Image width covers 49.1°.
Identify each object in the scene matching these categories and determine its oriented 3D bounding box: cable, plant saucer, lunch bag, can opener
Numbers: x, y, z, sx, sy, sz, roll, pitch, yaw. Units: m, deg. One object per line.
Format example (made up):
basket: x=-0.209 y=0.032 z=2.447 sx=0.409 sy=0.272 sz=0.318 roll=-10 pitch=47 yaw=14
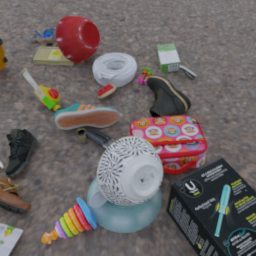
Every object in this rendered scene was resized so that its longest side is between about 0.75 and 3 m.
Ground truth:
cable: x=-0.622 y=-2.737 z=13.131 sx=2.064 sy=0.714 sz=2.064 roll=-15 pitch=47 yaw=-14
plant saucer: x=-0.118 y=2.041 z=8.769 sx=2.380 sy=0.458 sz=2.380 roll=0 pitch=46 yaw=0
lunch bag: x=1.332 y=0.636 z=9.592 sx=2.549 sy=1.044 sz=2.245 roll=-5 pitch=42 yaw=-1
can opener: x=-0.826 y=0.574 z=10.223 sx=0.473 sy=0.593 sz=1.774 roll=-36 pitch=42 yaw=-30

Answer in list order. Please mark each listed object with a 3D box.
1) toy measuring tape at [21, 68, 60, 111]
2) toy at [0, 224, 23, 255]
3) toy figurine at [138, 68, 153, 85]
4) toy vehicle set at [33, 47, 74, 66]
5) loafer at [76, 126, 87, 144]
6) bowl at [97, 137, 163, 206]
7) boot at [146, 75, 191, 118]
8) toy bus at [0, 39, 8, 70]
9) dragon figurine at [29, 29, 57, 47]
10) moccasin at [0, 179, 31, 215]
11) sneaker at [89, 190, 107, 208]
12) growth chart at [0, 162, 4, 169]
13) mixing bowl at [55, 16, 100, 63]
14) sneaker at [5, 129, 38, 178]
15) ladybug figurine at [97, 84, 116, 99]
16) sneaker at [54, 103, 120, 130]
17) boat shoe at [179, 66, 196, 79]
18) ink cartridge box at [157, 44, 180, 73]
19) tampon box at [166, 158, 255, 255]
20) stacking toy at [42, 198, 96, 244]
toy measuring tape: x=-3.522 y=-1.584 z=11.692 sx=0.812 sy=0.812 sz=2.207 roll=-37 pitch=86 yaw=-30
toy: x=-3.517 y=3.340 z=7.614 sx=0.766 sy=0.314 sz=1.330 roll=11 pitch=48 yaw=14
toy figurine: x=0.778 y=-2.267 z=12.945 sx=0.787 sy=0.591 sz=0.724 roll=35 pitch=66 yaw=-1
toy vehicle set: x=-3.687 y=-3.693 z=14.355 sx=2.011 sy=0.267 sz=1.250 roll=3 pitch=46 yaw=3
loafer: x=-1.765 y=0.145 z=10.634 sx=0.383 sy=0.339 sz=1.006 roll=-13 pitch=46 yaw=-13
bowl: x=0.249 y=1.287 z=7.498 sx=1.991 sy=1.991 sz=0.934 roll=-25 pitch=19 yaw=-22
boot: x=1.197 y=-1.219 z=11.599 sx=1.627 sy=0.911 sz=2.353 roll=-33 pitch=54 yaw=-24
toy bus: x=-6.079 y=-3.326 z=12.299 sx=1.073 sy=2.741 sz=0.892 roll=42 pitch=67 yaw=0
dragon figurine: x=-4.249 y=-4.917 z=15.228 sx=2.368 sy=0.697 sz=1.177 roll=-9 pitch=47 yaw=-7
moccasin: x=-3.863 y=1.896 z=8.658 sx=2.335 sy=0.854 sz=0.902 roll=20 pitch=56 yaw=27
sneaker: x=-0.688 y=1.932 z=8.289 sx=0.419 sy=0.406 sz=1.147 roll=45 pitch=65 yaw=10
growth chart: x=-4.981 y=1.486 z=9.507 sx=1.041 sy=0.128 sz=1.438 roll=30 pitch=54 yaw=27
mixing bowl: x=-2.168 y=-4.318 z=13.378 sx=1.237 sy=2.284 sz=2.284 roll=0 pitch=39 yaw=40
sneaker: x=-3.828 y=0.745 z=9.505 sx=0.710 sy=1.064 sz=1.857 roll=-10 pitch=42 yaw=24
ladybug figurine: x=-0.960 y=-1.604 z=12.132 sx=0.682 sy=0.361 sz=1.005 roll=-5 pitch=30 yaw=49
sneaker: x=-1.595 y=-0.571 z=10.821 sx=2.469 sy=0.881 sz=0.987 roll=-4 pitch=38 yaw=-18
boat shoe: x=2.748 y=-2.605 z=13.161 sx=0.912 sy=0.290 sz=0.322 roll=35 pitch=12 yaw=9
ink cartridge box: x=1.983 y=-3.487 z=13.921 sx=0.902 sy=0.515 sz=1.737 roll=-7 pitch=46 yaw=4
tampon box: x=2.525 y=2.452 z=7.576 sx=1.864 sy=1.570 sz=2.487 roll=-22 pitch=50 yaw=-20
stacking toy: x=-1.726 y=2.789 z=7.914 sx=1.536 sy=0.843 sz=0.891 roll=-31 pitch=56 yaw=-13
